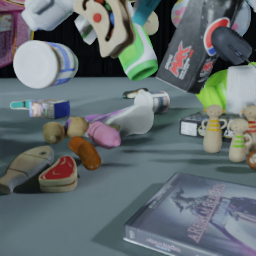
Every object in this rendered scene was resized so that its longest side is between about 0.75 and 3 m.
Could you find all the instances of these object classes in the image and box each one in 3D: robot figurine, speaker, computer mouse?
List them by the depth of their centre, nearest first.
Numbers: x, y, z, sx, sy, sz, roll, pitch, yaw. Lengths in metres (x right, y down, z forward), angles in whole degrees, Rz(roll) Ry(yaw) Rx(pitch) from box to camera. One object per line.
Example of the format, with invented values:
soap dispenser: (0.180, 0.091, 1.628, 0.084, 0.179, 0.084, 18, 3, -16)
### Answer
computer mouse: (2.094, -1.140, 4.899, 1.660, 0.487, 0.283, 42, 32, 1)
robot figurine: (-2.056, -3.357, 7.585, 1.754, 0.990, 1.487, -28, 17, 26)
speaker: (0.005, -2.672, 8.386, 1.063, 2.404, 1.063, -23, -9, -4)
robot figurine: (3.893, -1.391, 10.664, 2.505, 1.652, 2.856, -26, -2, 34)

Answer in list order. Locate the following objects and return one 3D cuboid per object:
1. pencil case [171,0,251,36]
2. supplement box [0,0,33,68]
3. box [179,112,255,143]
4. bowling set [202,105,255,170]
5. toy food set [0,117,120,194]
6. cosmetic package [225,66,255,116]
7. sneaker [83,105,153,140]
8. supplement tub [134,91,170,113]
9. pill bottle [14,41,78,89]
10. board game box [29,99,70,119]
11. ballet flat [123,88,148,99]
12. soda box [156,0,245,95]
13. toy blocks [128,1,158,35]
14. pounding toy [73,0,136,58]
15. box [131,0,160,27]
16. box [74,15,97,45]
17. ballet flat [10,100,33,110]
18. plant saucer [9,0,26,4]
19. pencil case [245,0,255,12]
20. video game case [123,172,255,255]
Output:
pencil case: (2.734, -3.829, 9.602, 1.232, 1.344, 2.964, 14, 20, -31)
supplement box: (-4.014, -2.904, 8.512, 1.292, 1.639, 2.504, 18, 25, 1)
box: (2.615, -0.046, 7.561, 2.018, 0.495, 1.626, 9, 17, 32)
bowling set: (2.549, 0.144, 5.520, 1.971, 1.058, 1.372, 0, 13, 2)
toy food set: (-1.035, 0.305, 5.211, 1.711, 0.424, 2.692, 6, 25, 10)
cosmetic package: (4.409, -0.939, 8.372, 1.821, 1.823, 2.209, -10, 16, -34)
sneaker: (-0.330, -0.210, 7.646, 1.286, 0.818, 2.256, 7, 15, 39)
supplement tub: (0.920, -0.976, 10.742, 1.181, 0.828, 0.828, -8, 16, -32)
pill bottle: (-2.205, -1.833, 8.090, 1.214, 1.214, 2.166, 2, 14, 8)
board game box: (-2.855, -0.710, 10.227, 1.136, 0.550, 0.906, 7, 15, 26)
ballet flat: (0.462, -1.792, 15.090, 1.521, 0.517, 0.520, -14, 26, -15)
soda box: (1.559, -2.001, 5.842, 0.884, 2.497, 0.791, 32, 18, 28)
toy blocks: (-0.199, -3.938, 10.122, 0.911, 2.092, 2.510, -35, 13, -23)
pounding toy: (-0.476, -1.784, 4.277, 0.795, 1.390, 0.797, -12, 5, 27)
box: (0.520, -2.945, 6.153, 0.354, 0.593, 1.442, 20, -25, -16)
box: (-1.299, -3.997, 10.250, 0.336, 1.333, 1.847, 29, 24, -38)
ballet flat: (-4.265, -0.944, 11.717, 1.214, 0.422, 0.422, -1, 13, 0)
plant saucer: (-3.160, -4.043, 7.777, 1.862, 0.472, 1.862, 7, -8, 1)
pencil case: (2.736, -3.192, 6.260, 1.640, 0.744, 0.682, 55, 22, 23)
video game case: (1.448, 1.115, 3.252, 2.487, 0.236, 1.776, 8, 15, 28)
